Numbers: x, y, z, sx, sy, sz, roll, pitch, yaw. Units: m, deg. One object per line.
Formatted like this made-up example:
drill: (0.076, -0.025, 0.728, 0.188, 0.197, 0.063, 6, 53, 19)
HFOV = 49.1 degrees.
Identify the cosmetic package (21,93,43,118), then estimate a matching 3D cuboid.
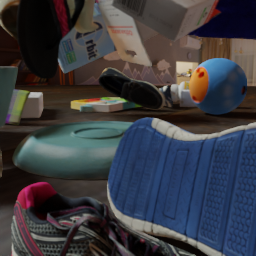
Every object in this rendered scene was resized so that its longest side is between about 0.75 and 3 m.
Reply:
cosmetic package: (-4.064, -0.827, 9.629, 2.108, 0.722, 2.796, 0, 10, -15)

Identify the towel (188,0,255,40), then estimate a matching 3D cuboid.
towel: (2.083, -2.828, 4.571, 2.146, 2.906, 0.720, 8, 43, 14)

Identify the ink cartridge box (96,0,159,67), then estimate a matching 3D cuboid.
ink cartridge box: (0.006, -2.038, 4.296, 0.683, 2.024, 1.179, -31, 30, -14)

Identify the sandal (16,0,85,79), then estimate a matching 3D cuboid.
sandal: (-0.819, -1.712, 3.344, 0.542, 2.407, 0.904, 16, 22, 5)

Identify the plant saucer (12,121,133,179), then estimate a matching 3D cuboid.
plant saucer: (-0.520, 0.229, 4.821, 2.753, 0.377, 2.753, 0, 11, 0)

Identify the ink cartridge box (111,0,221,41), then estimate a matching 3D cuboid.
ink cartridge box: (0.547, -1.435, 3.058, 0.766, 0.354, 1.406, 35, 45, 15)

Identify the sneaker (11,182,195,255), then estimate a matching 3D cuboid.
sneaker: (-0.103, 0.723, 1.563, 1.503, 0.561, 0.606, 6, 11, 24)

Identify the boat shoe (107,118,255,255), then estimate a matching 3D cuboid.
boat shoe: (0.609, 0.497, 2.194, 0.939, 0.937, 2.594, 20, -6, -22)

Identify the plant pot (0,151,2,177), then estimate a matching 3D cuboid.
plant pot: (-2.291, 0.162, 3.347, 1.149, 1.255, 1.255, -15, 14, -15)

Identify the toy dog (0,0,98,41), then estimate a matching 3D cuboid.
toy dog: (-1.403, -2.591, 5.128, 2.288, 2.360, 1.647, 29, 9, -36)

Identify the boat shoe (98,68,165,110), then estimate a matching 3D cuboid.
boat shoe: (0.083, -1.438, 10.821, 2.812, 1.049, 0.875, 29, 36, 12)

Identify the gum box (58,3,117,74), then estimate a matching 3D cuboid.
gum box: (-1.329, -2.976, 9.219, 2.349, 0.523, 1.996, -28, -20, -12)

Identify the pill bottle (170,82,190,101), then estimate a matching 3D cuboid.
pill bottle: (2.943, -1.609, 12.888, 1.870, 1.054, 1.054, 3, 11, 17)

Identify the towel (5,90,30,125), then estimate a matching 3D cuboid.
towel: (-3.405, -0.598, 7.788, 1.431, 1.028, 0.163, 4, -17, 25)

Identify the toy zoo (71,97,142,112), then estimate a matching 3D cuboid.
toy zoo: (-0.928, -0.957, 11.371, 1.909, 0.298, 2.909, 8, 13, 33)

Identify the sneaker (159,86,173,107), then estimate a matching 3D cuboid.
sneaker: (1.369, -1.260, 12.137, 1.000, 0.899, 2.317, -11, 2, 7)

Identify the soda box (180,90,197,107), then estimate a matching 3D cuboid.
soda box: (3.319, -1.239, 11.872, 2.167, 0.690, 0.738, 2, 11, 14)

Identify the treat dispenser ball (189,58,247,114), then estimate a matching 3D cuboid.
treat dispenser ball: (3.042, -1.408, 9.554, 1.890, 1.890, 1.890, 0, 10, 0)

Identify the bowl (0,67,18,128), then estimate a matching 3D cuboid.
bowl: (-3.592, -0.490, 5.658, 2.706, 1.415, 2.706, -1, 11, 0)
